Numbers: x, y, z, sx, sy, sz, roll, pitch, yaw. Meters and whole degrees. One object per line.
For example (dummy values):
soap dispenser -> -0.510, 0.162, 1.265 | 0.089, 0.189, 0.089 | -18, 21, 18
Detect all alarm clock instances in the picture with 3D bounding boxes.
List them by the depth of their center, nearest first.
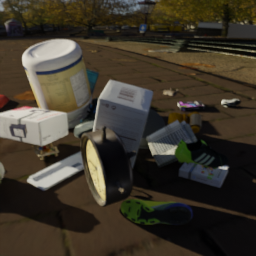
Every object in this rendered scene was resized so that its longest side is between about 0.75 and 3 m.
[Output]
alarm clock -> -0.495, 0.810, 5.725 | 0.718, 1.455, 2.156 | -13, -11, -25

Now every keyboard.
keyboard -> -1.409, 0.959, 7.289 | 0.669, 0.127, 2.377 | 22, 31, 32

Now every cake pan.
cake pan -> 0.378, -0.097, 8.706 | 1.738, 0.319, 1.738 | 7, 42, -7

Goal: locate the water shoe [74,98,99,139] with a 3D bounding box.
water shoe -> -1.033, -0.437, 9.134 | 0.970, 0.879, 2.458 | 53, 39, 5

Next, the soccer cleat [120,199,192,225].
soccer cleat -> 0.542, 1.619, 5.419 | 1.375, 0.445, 0.575 | 2, -4, 14

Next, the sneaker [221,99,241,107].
sneaker -> 4.313, -0.990, 11.759 | 0.769, 0.288, 0.444 | -1, 25, 25

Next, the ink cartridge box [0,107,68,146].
ink cartridge box -> -2.686, -0.086, 7.897 | 1.619, 0.683, 1.172 | 9, 19, 24

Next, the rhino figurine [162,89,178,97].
rhino figurine -> 1.813, -1.563, 12.404 | 0.849, 0.254, 0.371 | 17, 52, 45

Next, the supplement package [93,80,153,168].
supplement package -> -0.200, 0.037, 6.711 | 1.120, 1.909, 1.116 | 15, 33, 1

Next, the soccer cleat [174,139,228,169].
soccer cleat -> 1.721, 0.575, 6.307 | 1.409, 0.571, 0.476 | 9, 28, -20

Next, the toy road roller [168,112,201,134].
toy road roller -> 1.682, -0.173, 8.622 | 1.010, 0.738, 0.621 | -21, 47, 40

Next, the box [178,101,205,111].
box -> 2.608, -0.912, 11.594 | 0.990, 0.179, 0.708 | -2, 23, -1

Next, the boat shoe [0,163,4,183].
boat shoe -> -4.001, 0.768, 6.499 | 2.768, 1.034, 0.947 | 5, 29, 14

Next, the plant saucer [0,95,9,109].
plant saucer -> -6.100, -1.079, 11.900 | 1.605, 0.295, 1.608 | -2, 23, -4

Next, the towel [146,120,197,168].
towel -> 1.182, 0.373, 7.522 | 1.255, 0.217, 1.208 | -25, 39, 5

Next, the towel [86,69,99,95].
towel -> -2.383, -1.726, 11.022 | 2.172, 1.592, 0.236 | 15, 13, -19

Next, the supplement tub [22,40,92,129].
supplement tub -> -2.236, -1.414, 9.330 | 1.843, 2.552, 1.843 | -5, 38, 4

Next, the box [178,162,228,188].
box -> 1.852, 1.065, 6.873 | 1.012, 0.208, 0.789 | 14, 27, 28

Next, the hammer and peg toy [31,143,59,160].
hammer and peg toy -> -2.337, 0.618, 7.830 | 0.578, 0.277, 0.785 | -13, 21, -30
